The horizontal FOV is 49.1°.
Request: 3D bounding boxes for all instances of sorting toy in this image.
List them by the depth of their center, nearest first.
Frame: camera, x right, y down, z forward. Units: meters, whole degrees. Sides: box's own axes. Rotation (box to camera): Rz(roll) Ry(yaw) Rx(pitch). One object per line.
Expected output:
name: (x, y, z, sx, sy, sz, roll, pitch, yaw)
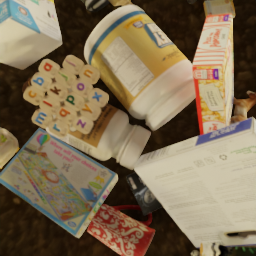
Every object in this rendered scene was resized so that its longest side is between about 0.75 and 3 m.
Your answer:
sorting toy: (-3.971, 0.478, 8.049, 1.242, 0.737, 1.380, 41, 83, 14)

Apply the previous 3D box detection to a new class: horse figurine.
horse figurine: (3.199, -0.465, 8.299, 1.038, 0.391, 1.566, 19, 73, -3)

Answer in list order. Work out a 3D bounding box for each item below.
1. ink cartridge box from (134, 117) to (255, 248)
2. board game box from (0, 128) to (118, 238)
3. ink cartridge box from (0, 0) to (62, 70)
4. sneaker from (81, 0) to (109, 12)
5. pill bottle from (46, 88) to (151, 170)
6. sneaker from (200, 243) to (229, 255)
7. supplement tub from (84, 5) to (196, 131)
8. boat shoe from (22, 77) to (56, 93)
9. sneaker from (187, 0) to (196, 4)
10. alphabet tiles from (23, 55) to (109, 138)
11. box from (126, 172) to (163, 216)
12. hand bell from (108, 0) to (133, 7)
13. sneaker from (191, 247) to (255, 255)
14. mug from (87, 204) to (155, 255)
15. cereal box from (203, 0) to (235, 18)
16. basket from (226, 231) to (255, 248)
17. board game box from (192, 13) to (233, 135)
ink cartridge box: (2.005, 1.421, 6.115, 2.846, 2.795, 0.616, 52, 40, -17)
board game box: (-1.875, 1.366, 7.481, 2.691, 0.461, 1.809, 28, 68, 18)
ink cartridge box: (-3.225, -3.244, 7.720, 1.745, 1.754, 2.390, -22, 74, 26)
sneaker: (-0.633, -4.864, 8.815, 2.376, 0.897, 1.367, -34, 84, -3)
pill bottle: (-0.772, 0.050, 7.669, 2.589, 1.481, 1.481, 27, 81, 5)
sneaker: (2.128, 2.948, 6.452, 0.506, 1.154, 0.436, -22, 48, 33)
supplement tub: (0.423, -1.570, 7.635, 2.090, 2.090, 2.889, -39, 82, -6)
boat shoe: (-2.551, -1.230, 7.824, 1.671, 0.564, 0.602, -2, 83, 43)
sneaker: (2.035, -4.651, 9.022, 0.596, 0.544, 1.472, 11, 73, 9)
alphabet tiles: (-1.522, -0.772, 6.919, 1.875, 0.140, 1.917, 30, 90, 0)
box: (0.610, 1.714, 7.884, 0.946, 0.257, 1.180, -24, 69, -6)
hand bell: (0.099, -3.517, 8.293, 1.220, 1.220, 2.343, -49, 116, -7)
sneaker: (2.991, 3.400, 7.381, 2.937, 1.129, 1.301, -15, 70, -6)
mug: (-0.147, 2.737, 7.598, 1.560, 1.385, 1.041, 27, 115, 11)
cereal box: (2.928, -3.804, 8.999, 0.902, 0.178, 0.649, -8, 80, -1)
basket: (3.939, 2.155, 7.215, 2.649, 1.801, 2.388, 15, 91, -1)
board game box: (2.077, -0.993, 6.553, 0.589, 2.542, 1.926, 4, 49, 24)
